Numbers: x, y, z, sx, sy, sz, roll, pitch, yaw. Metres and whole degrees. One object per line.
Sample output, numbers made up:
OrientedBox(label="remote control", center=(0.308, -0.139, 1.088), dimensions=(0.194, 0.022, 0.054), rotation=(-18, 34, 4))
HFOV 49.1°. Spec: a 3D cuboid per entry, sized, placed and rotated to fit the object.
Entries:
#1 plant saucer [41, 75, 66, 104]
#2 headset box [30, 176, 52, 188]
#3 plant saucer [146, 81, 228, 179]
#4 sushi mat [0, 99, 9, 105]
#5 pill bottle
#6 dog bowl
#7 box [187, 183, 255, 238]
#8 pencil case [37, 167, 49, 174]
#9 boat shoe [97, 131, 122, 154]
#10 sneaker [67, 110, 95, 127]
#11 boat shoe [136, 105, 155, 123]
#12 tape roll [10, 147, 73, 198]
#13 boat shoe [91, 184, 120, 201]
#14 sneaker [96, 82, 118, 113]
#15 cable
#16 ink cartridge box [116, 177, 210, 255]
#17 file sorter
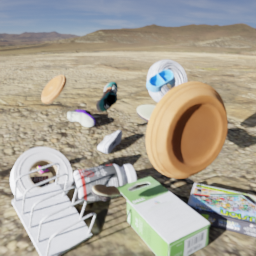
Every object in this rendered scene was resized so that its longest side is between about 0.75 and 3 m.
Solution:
OrientedBox(label="plant saucer", center=(-2.862, -1.497, 10.644), dimensions=(1.285, 0.207, 1.285), rotation=(-26, 43, 27))
OrientedBox(label="headset box", center=(-3.106, 2.066, 9.577), dimensions=(1.001, 0.745, 0.387), rotation=(-5, 23, -11))
OrientedBox(label="plant saucer", center=(1.594, 0.129, 6.911), dimensions=(2.500, 2.500, 0.468), rotation=(-12, 20, -27))
OrientedBox(label="sushi mat", center=(-4.892, -1.124, 10.413), dimensions=(0.430, 0.054, 0.899), rotation=(15, -17, 33))
OrientedBox(label="pill bottle", center=(-0.795, 1.863, 9.552), dimensions=(1.980, 1.147, 1.147), rotation=(-8, 23, -20))
OrientedBox(label="dog bowl", center=(1.085, -1.588, 9.317), dimensions=(1.030, 0.255, 0.574), rotation=(-31, 66, -14))
OrientedBox(label="box", center=(3.275, 2.569, 8.705), dimensions=(2.707, 0.470, 1.490), rotation=(9, 24, 19))
OrientedBox(label="pencil case", center=(-3.127, 1.498, 11.355), dimensions=(1.089, 0.481, 0.481), rotation=(-17, 28, -34))
OrientedBox(label="boat shoe", center=(-0.847, 0.579, 13.283), dimensions=(0.613, 0.690, 1.874), rotation=(12, 24, 19))
OrientedBox(label="sneaker", center=(-2.486, -0.672, 16.229), dimensions=(2.171, 0.755, 1.080), rotation=(19, 28, 38))
OrientedBox(label="boat shoe", center=(1.181, -0.211, 10.040), dimensions=(2.084, 0.652, 0.742), rotation=(25, 55, 28))
OrientedBox(label="tape roll", center=(-2.834, 1.623, 9.244), dimensions=(1.924, 0.673, 1.924), rotation=(16, 56, -25))
OrientedBox(label="boat shoe", center=(-0.607, 1.711, 7.252), dimensions=(0.403, 0.363, 1.121), rotation=(46, 12, 28))
OrientedBox(label="sneaker", center=(-0.752, -1.454, 12.715), dimensions=(0.761, 0.680, 1.904), rotation=(-14, 39, 36))
OrientedBox(label="cable", center=(1.546, -1.776, 10.970), dimensions=(1.745, 1.746, 0.604), rotation=(21, -15, -32))
OrientedBox(label="ink cartridge box", center=(0.876, 2.565, 8.251), dimensions=(1.429, 0.816, 2.752), rotation=(-13, 26, -28))
OrientedBox(label="file sorter", center=(-2.049, 2.178, 7.677), dimensions=(1.445, 1.296, 2.082), rotation=(-18, 51, -38))
